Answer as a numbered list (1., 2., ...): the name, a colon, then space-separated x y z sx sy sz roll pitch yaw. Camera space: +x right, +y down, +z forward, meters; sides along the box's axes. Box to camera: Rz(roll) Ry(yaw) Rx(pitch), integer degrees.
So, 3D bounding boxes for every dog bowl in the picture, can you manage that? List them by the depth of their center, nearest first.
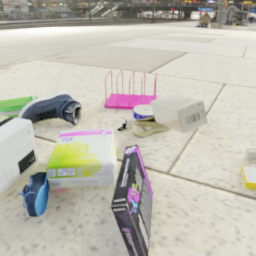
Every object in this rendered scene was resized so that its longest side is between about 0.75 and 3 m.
1. dog bowl: 0.864 -0.657 13.627 1.261 0.497 1.261 2 27 -1

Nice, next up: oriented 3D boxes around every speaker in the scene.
1. speaker: -5.579 -1.007 13.853 2.265 1.002 1.002 -12 29 -23

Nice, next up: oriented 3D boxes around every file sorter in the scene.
1. file sorter: 0.195 -2.143 15.266 2.758 1.730 1.917 4 27 7

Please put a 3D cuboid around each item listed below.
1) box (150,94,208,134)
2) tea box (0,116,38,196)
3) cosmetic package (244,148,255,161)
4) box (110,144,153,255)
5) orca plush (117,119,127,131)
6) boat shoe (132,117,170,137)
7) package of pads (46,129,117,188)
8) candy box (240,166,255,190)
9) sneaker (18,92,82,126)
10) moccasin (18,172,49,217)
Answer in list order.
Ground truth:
1. box: 1.936 -0.637 11.132 1.159 0.949 2.440 -21 18 -12
2. tea box: -4.866 0.871 9.157 2.582 1.753 2.624 8 29 17
3. cosmetic package: 4.815 0.998 10.474 0.768 0.397 0.335 4 25 4
4. box: 0.185 1.821 7.234 0.453 1.795 2.511 -12 24 12
5. orca plush: -0.204 -0.040 12.804 0.488 0.330 0.928 -40 5 23
6. boat shoe: 1.196 -0.263 12.587 2.344 0.737 0.855 -17 30 -29
7. package of pads: -1.473 0.984 9.820 2.181 0.963 2.823 -2 25 -2
8. candy box: 4.849 1.722 9.105 2.139 0.282 1.093 6 22 12
9. sneaker: -3.478 -0.638 13.024 2.801 1.065 2.024 -32 49 -28
10. moccasin: -2.761 1.975 8.239 0.714 0.843 2.094 -4 13 -8
